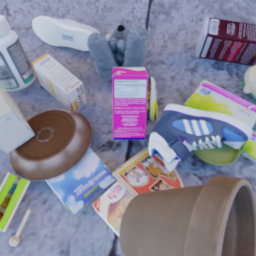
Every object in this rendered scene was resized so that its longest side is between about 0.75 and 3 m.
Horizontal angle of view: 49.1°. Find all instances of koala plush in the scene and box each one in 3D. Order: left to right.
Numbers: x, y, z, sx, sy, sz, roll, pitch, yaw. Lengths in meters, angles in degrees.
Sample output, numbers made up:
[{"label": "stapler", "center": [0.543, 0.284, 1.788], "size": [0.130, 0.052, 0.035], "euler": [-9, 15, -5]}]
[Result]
[{"label": "koala plush", "center": [-0.252, -2.793, 10.034], "size": [1.995, 2.068, 2.250], "euler": [-5, 40, 6]}]

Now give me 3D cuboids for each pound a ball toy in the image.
[{"label": "pound a ball toy", "center": [-3.246, 2.264, 7.790], "size": [1.114, 0.726, 1.708], "euler": [27, 62, -15]}]

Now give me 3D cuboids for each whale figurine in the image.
[{"label": "whale figurine", "center": [4.523, -1.319, 9.690], "size": [1.315, 0.857, 1.653], "euler": [-11, 86, -8]}]

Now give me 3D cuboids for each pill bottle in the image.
[{"label": "pill bottle", "center": [-4.048, -2.415, 9.221], "size": [1.246, 2.203, 1.246], "euler": [-8, 42, 7]}]

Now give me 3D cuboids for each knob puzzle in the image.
[{"label": "knob puzzle", "center": [0.817, 1.473, 7.848], "size": [2.180, 0.302, 2.180], "euler": [15, 39, -13]}]

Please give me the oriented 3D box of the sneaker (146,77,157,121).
[{"label": "sneaker", "center": [0.619, -1.006, 9.465], "size": [0.702, 0.618, 1.659], "euler": [-4, 64, 11]}]

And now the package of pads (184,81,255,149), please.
[{"label": "package of pads", "center": [2.932, -0.459, 8.980], "size": [2.152, 0.734, 1.663], "euler": [30, 52, 17]}]

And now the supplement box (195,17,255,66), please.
[{"label": "supplement box", "center": [3.889, -3.044, 10.103], "size": [2.615, 1.423, 0.796], "euler": [12, 71, 5]}]

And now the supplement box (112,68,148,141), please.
[{"label": "supplement box", "center": [0.033, -0.730, 8.419], "size": [1.035, 2.003, 1.013], "euler": [1, 24, -3]}]

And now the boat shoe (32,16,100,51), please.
[{"label": "boat shoe", "center": [-2.351, -3.755, 10.871], "size": [2.824, 1.017, 0.967], "euler": [15, 35, 19]}]

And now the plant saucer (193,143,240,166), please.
[{"label": "plant saucer", "center": [2.641, 0.553, 8.700], "size": [1.612, 0.250, 1.612], "euler": [5, 49, -6]}]

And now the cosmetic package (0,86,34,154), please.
[{"label": "cosmetic package", "center": [-3.892, -0.422, 8.466], "size": [0.991, 1.174, 2.271], "euler": [-38, 47, -11]}]

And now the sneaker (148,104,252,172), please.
[{"label": "sneaker", "center": [1.827, 0.500, 7.748], "size": [2.587, 1.042, 1.894], "euler": [18, 73, 26]}]

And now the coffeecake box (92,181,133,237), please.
[{"label": "coffeecake box", "center": [0.119, 2.339, 7.670], "size": [1.359, 0.647, 1.770], "euler": [-41, 69, -19]}]

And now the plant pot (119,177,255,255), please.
[{"label": "plant pot", "center": [1.126, 2.239, 5.621], "size": [2.288, 2.624, 2.624], "euler": [-2, 56, 36]}]

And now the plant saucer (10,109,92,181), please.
[{"label": "plant saucer", "center": [-2.438, 0.314, 8.492], "size": [2.656, 0.486, 2.656], "euler": [-8, 50, 10]}]

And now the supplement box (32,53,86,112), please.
[{"label": "supplement box", "center": [-2.300, -1.498, 9.464], "size": [1.845, 1.163, 0.678], "euler": [41, 67, 19]}]

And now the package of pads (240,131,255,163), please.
[{"label": "package of pads", "center": [4.017, 0.618, 8.804], "size": [0.689, 0.304, 0.892], "euler": [32, 66, 17]}]

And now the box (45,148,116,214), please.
[{"label": "box", "center": [-1.748, 1.134, 8.334], "size": [1.594, 0.623, 2.613], "euler": [-38, 68, -19]}]
